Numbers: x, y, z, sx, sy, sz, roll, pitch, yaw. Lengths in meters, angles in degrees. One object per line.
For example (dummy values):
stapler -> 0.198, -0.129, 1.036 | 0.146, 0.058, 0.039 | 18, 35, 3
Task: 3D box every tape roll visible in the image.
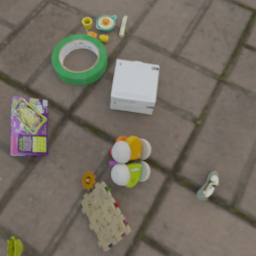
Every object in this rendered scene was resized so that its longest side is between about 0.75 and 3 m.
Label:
tape roll -> -2.256, -3.210, 13.137 | 2.519, 0.605, 2.519 | 0, 67, 1

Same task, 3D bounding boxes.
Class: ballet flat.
ballet flat -> 3.182, 2.223, 10.733 | 1.497, 0.477, 0.505 | -43, 102, -29

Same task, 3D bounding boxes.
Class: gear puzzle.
gear puzzle -> -1.003, 2.879, 10.297 | 1.513, 0.383, 2.922 | -45, 60, 20

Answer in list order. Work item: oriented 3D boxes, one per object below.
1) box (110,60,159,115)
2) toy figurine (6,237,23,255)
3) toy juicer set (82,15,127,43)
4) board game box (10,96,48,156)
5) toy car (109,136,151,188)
box -> 0.269, -1.741, 12.039 | 1.864, 1.225, 1.874 | 8, 67, 0
toy figurine -> -3.444, 4.931, 9.696 | 1.374, 1.210, 2.293 | 5, 66, -29
toy juicer set -> -1.048, -4.971, 13.876 | 2.315, 0.630, 1.473 | -11, 67, -5
board game box -> -3.985, -0.045, 11.364 | 1.436, 0.386, 2.393 | 6, 72, -35
toy car -> -0.103, 1.259, 10.764 | 1.461, 1.705, 1.948 | 4, 94, 43
